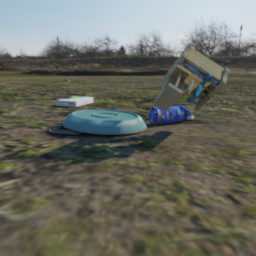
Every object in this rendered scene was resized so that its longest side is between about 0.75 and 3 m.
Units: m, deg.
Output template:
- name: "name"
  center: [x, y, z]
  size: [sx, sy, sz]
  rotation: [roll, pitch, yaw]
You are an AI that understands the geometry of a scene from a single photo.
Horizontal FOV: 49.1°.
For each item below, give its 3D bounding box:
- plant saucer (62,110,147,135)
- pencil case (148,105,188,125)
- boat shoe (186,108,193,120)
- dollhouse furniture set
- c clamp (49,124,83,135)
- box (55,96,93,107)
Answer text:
- name: "plant saucer"
  center: [-0.786, -0.284, 9.720]
  size: [2.904, 0.398, 2.904]
  rotation: [4, 12, -1]
- name: "pencil case"
  center: [1.472, -0.499, 10.359]
  size: [1.548, 0.672, 0.604]
  rotation: [-6, -4, -30]
- name: "boat shoe"
  center: [2.309, -0.593, 11.335]
  size: [0.407, 0.400, 1.128]
  rotation: [-3, 13, -12]
- name: "dollhouse furniture set"
  center: [1.824, -1.084, 8.647]
  size: [1.565, 1.556, 2.220]
  rotation: [32, 52, -3]
- name: "c clamp"
  center: [-1.916, 0.007, 9.207]
  size: [1.439, 0.195, 1.229]
  rotation: [5, 14, 24]
- name: "box"
  center: [-2.893, -1.440, 15.167]
  size: [1.301, 0.328, 1.803]
  rotation: [6, 13, 21]
